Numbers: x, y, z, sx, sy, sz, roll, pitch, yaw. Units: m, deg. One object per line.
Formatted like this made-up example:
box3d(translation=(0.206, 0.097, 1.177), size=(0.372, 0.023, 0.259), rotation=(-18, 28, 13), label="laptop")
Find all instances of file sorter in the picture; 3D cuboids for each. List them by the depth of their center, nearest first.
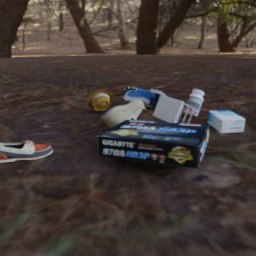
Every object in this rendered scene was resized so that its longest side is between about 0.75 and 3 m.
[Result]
box3d(translation=(1.818, -0.644, 11.171), size=(0.821, 0.915, 1.318), rotation=(17, 6, -35), label="file sorter")

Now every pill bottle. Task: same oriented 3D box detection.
box3d(translation=(2.873, -1.087, 12.144), size=(0.624, 1.076, 0.624), rotation=(20, 0, 0), label="pill bottle")

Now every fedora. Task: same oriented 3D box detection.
box3d(translation=(-1.244, -1.127, 12.765), size=(1.228, 1.228, 0.501), rotation=(-5, 46, -13), label="fedora")

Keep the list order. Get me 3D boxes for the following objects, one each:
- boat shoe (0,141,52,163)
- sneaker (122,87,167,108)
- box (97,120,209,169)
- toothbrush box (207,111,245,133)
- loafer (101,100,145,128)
box3d(translation=(-3.043, 0.631, 8.193), size=(1.610, 0.504, 0.573), rotation=(-6, 18, -21), label="boat shoe")
box3d(translation=(0.910, -1.442, 13.881), size=(2.361, 0.885, 1.023), rotation=(16, -6, 10), label="sneaker")
box3d(translation=(0.815, 0.353, 8.072), size=(2.762, 0.635, 2.195), rotation=(5, 15, 21), label="box")
box3d(translation=(3.740, -0.256, 10.781), size=(0.911, 0.531, 1.245), rotation=(-2, 20, -6), label="toothbrush box")
box3d(translation=(-0.061, -0.409, 10.635), size=(0.952, 0.859, 2.516), rotation=(-32, -5, 35), label="loafer")
